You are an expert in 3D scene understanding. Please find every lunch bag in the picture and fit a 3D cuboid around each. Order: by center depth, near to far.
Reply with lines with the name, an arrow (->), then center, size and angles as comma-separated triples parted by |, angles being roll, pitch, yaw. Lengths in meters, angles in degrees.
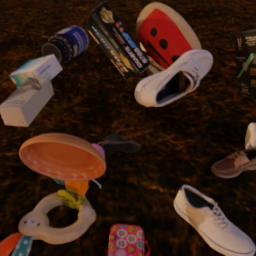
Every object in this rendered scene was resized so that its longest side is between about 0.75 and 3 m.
lunch bag -> 0.023, 2.853, 6.659 | 0.975, 0.454, 1.107 | 2, 36, 3

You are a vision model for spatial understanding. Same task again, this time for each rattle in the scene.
rattle -> -2.014, 2.049, 6.800 | 2.444, 1.746, 1.591 | -15, 54, -29

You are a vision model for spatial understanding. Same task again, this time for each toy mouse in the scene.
toy mouse -> -1.557, 1.099, 9.050 | 2.658, 0.514, 2.363 | -23, 42, -29

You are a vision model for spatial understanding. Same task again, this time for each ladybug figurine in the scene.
ladybug figurine -> 1.263, -2.840, 9.314 | 1.049, 1.980, 2.917 | -35, 70, -16

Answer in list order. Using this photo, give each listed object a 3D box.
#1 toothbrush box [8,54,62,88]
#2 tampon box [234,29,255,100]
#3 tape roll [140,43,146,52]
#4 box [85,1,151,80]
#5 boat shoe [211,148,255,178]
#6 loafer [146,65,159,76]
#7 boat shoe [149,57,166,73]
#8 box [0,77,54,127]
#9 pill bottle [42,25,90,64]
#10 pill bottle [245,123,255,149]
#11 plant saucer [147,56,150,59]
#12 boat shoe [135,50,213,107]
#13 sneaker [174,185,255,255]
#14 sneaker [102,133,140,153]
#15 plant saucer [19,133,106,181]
toothbrush box -> -3.583, -2.141, 10.861 | 1.644, 0.701, 1.204 | -4, 38, 35
tampon box -> 4.287, -2.007, 8.555 | 1.317, 2.087, 1.564 | -13, 16, -5
tape roll -> 1.062, -4.193, 13.430 | 0.392, 1.120, 1.120 | 2, 29, -37
box -> -0.400, -2.875, 9.638 | 0.564, 2.450, 1.948 | -41, 13, -9
boat shoe -> 3.515, 1.041, 8.987 | 1.901, 0.682, 0.720 | -14, 38, -19
loafer -> 1.292, -3.027, 14.886 | 0.419, 0.464, 1.226 | -15, 48, -17
boat shoe -> 2.182, -3.238, 14.675 | 2.795, 1.003, 1.058 | 26, 43, 31
box -> -3.293, -0.926, 9.264 | 0.842, 0.701, 2.049 | 3, 38, 10
pill bottle -> -3.604, -4.768, 16.247 | 1.664, 1.664, 2.975 | 13, 38, 17
pill bottle -> 5.059, 0.454, 9.495 | 1.843, 1.052, 1.052 | 7, 36, 10
plant saucer -> 0.952, -4.097, 16.613 | 0.972, 0.157, 0.972 | 0, 36, 0
boat shoe -> 1.540, -1.331, 7.872 | 2.828, 1.040, 0.924 | -36, 35, -20
sneaker -> 2.101, 2.325, 7.078 | 0.847, 0.821, 2.319 | -30, 45, -34
sneaker -> -0.228, 0.495, 9.897 | 1.332, 0.509, 0.763 | 2, 34, 2
plant saucer -> -1.414, 0.654, 6.218 | 1.880, 1.880, 0.352 | 3, 57, 5
